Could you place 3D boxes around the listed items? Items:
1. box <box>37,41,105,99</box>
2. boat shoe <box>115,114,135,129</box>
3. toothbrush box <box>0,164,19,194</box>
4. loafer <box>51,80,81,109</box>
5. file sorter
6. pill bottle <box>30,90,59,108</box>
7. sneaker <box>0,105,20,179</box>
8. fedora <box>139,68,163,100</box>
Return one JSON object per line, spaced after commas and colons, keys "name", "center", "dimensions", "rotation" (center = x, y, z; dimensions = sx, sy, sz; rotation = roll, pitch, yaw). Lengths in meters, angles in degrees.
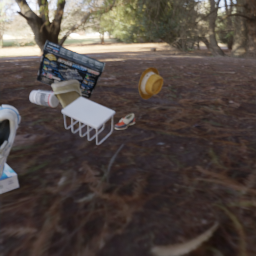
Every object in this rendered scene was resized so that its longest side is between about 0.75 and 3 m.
{"name": "box", "center": [-2.750, -2.633, 13.202], "dimensions": [2.762, 2.195, 0.635], "rotation": [18, 54, -15]}
{"name": "boat shoe", "center": [-0.174, -0.329, 15.206], "dimensions": [0.573, 0.504, 1.610], "rotation": [17, 28, 33]}
{"name": "toothbrush box", "center": [-4.472, 1.746, 9.670], "dimensions": [0.911, 0.531, 1.245], "rotation": [-16, 25, -37]}
{"name": "loafer", "center": [-2.163, -1.176, 10.526], "dimensions": [0.952, 0.859, 2.516], "rotation": [-12, -4, 2]}
{"name": "file sorter", "center": [-1.224, -0.202, 8.663], "dimensions": [1.318, 0.821, 0.915], "rotation": [24, 43, 21]}
{"name": "pill bottle", "center": [-3.384, -1.194, 11.325], "dimensions": [1.076, 0.624, 0.624], "rotation": [11, 23, 22]}
{"name": "sneaker", "center": [-3.361, 0.600, 6.923], "dimensions": [0.885, 2.361, 1.023], "rotation": [17, 4, -26]}
{"name": "fedora", "center": [0.899, -1.583, 10.180], "dimensions": [0.501, 1.228, 1.228], "rotation": [21, 29, 37]}
